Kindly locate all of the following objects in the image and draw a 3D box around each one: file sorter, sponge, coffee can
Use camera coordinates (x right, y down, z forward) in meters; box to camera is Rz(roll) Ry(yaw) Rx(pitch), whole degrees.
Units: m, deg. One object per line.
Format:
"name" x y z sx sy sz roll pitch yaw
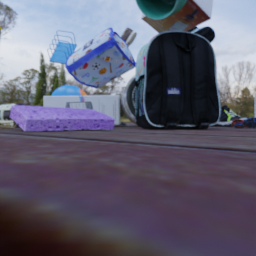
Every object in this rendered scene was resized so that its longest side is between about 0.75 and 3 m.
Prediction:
"file sorter" -2.806 -3.418 11.863 0.854 1.230 0.755 10 -31 6
"sponge" -1.663 -0.250 7.259 2.376 0.354 1.325 0 15 -38
"coffee can" -4.582 -0.494 11.124 1.246 0.912 0.912 1 2 40

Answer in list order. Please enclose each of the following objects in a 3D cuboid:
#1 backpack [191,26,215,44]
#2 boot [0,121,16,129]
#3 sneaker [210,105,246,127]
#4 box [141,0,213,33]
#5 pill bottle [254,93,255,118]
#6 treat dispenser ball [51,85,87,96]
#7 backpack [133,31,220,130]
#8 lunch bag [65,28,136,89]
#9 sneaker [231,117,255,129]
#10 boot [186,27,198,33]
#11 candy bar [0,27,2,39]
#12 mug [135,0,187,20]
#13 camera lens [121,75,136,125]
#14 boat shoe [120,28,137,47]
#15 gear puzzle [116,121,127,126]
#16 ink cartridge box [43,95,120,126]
"backpack" 2.729 -3.360 10.489 1.050 0.856 0.807 -32 9 30
"boot" -3.789 -0.096 8.471 0.598 0.280 0.769 0 -2 -2
"sneaker" 3.959 -0.489 11.442 0.774 0.894 2.160 -1 1 -20
"box" 1.428 -3.539 8.246 1.262 0.881 1.657 26 -25 -35
"pill bottle" 6.284 -0.817 10.275 2.831 1.611 1.611 0 1 15
"treat dispenser ball" -3.889 -1.497 18.568 2.638 2.638 2.638 0 1 0
"backpack" 1.361 -1.351 8.331 2.453 2.764 2.081 -1 2 -14
"lunch bag" -1.122 -2.837 11.550 2.301 1.676 2.706 -29 -2 15
"sneaker" 3.878 -0.149 9.118 0.977 0.368 0.383 3 -3 21
"boot" 2.261 -3.264 12.038 0.780 1.727 2.107 4 -9 -40
"candy bar" -3.718 -2.163 7.778 0.357 1.433 0.159 -1 42 -30
"mug" 0.995 -3.350 6.890 1.474 1.211 0.912 28 45 21
"camera lens" 0.844 -1.155 11.732 2.225 2.225 2.782 0 0 -5
"boat shoe" -0.361 -3.921 13.514 0.576 1.937 0.696 37 7 13
"gear puzzle" -0.857 -0.234 14.641 0.913 0.231 1.763 -1 2 -35
"ink cartridge box" -1.823 -0.671 11.633 2.912 1.247 2.149 -2 1 -4
